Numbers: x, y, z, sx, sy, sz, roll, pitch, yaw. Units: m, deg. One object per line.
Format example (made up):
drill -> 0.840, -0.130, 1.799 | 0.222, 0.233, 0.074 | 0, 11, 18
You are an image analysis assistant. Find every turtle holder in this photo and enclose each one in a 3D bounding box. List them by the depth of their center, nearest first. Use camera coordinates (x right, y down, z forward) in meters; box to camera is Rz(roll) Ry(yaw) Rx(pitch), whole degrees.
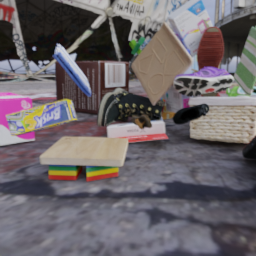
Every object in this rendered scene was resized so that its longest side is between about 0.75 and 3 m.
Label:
turtle holder -> 4.955, -1.201, 12.009 | 1.808, 1.374, 1.284 | -7, 15, -33

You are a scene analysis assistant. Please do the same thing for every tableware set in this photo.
tableware set -> 3.400, -1.782, 9.126 | 2.999, 0.601, 1.982 | 9, 20, 42

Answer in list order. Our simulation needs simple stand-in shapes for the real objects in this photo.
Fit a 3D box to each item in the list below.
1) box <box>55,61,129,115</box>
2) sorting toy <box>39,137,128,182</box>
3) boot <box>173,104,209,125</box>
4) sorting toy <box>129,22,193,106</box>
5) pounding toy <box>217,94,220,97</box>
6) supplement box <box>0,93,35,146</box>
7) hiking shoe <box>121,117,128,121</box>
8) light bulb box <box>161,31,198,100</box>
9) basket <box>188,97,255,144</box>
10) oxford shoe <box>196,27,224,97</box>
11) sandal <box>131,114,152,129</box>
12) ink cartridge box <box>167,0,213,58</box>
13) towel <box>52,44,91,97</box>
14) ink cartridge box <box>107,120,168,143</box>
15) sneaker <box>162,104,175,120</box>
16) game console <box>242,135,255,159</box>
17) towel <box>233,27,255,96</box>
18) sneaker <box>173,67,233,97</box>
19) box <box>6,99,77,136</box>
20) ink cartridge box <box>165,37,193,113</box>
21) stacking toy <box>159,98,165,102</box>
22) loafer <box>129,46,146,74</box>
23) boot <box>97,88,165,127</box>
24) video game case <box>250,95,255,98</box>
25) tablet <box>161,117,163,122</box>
box -> -1.703, -2.019, 13.530 | 2.817, 2.313, 2.337 | 8, 15, 34
sorting toy -> -0.772, 0.608, 5.554 | 1.456, 0.510, 1.465 | 1, 12, 4
boot -> 1.261, -0.262, 5.983 | 0.932, 0.345, 0.763 | -20, 1, 32
sorting toy -> 0.788, -2.099, 8.192 | 0.358, 1.800, 2.435 | 3, 50, -40
pounding toy -> 3.184, -0.639, 9.245 | 1.756, 0.815, 1.356 | 1, -24, 3
supplement box -> -3.768, -0.339, 8.239 | 1.263, 1.236, 2.443 | -8, 14, -34
hiking shoe -> -0.488, -0.553, 11.127 | 0.837, 0.629, 1.662 | -12, 6, -8
light bulb box -> 2.313, -2.663, 11.741 | 2.532, 2.510, 1.580 | -44, 59, -15
basket -> 2.667, -0.222, 7.492 | 1.856, 1.145, 1.258 | 6, 4, 38
oxford shoe -> 2.324, -1.848, 8.141 | 0.717, 2.036, 0.761 | 5, 13, 10
sandal -> 0.266, -0.121, 6.436 | 0.242, 0.363, 0.888 | -38, 21, -19
ink cartridge box -> 1.884, -2.883, 8.126 | 0.956, 1.323, 0.560 | -34, 32, 5
towel -> -2.022, -2.110, 10.096 | 0.297, 1.835, 2.498 | -36, 25, 4
ink cartridge box -> 0.224, 0.093, 7.828 | 1.635, 0.366, 1.441 | -6, 7, 1
sneaker -> 1.036, -0.681, 11.343 | 1.684, 0.637, 0.738 | -2, 12, -12
game console -> 3.662, 0.899, 4.809 | 2.775, 1.647, 2.391 | 2, -19, 10
towel -> 2.484, -1.340, 5.637 | 0.139, 1.186, 0.905 | 6, 34, -3
sneaker -> 1.945, -1.281, 7.469 | 1.653, 0.666, 0.690 | -5, 51, -16
box -> -1.796, -0.212, 5.860 | 1.333, 0.467, 0.429 | -14, 1, 4
ink cartridge box -> 1.462, -1.548, 8.431 | 0.464, 2.211, 1.320 | -11, 13, -12
stacking toy -> 2.216, -1.781, 17.289 | 0.362, 0.362, 0.847 | -3, 17, -13
loafer -> 0.490, -2.362, 9.517 | 0.455, 1.266, 0.398 | 43, -19, -25
boot -> 0.147, -0.532, 8.576 | 1.740, 0.831, 2.303 | 16, 27, 10
video game case -> 4.340, -0.223, 7.585 | 0.191, 1.573, 1.728 | -46, 27, -12
tablet -> 0.907, -0.386, 10.417 | 0.695, 0.073, 1.068 | -1, 33, -2
